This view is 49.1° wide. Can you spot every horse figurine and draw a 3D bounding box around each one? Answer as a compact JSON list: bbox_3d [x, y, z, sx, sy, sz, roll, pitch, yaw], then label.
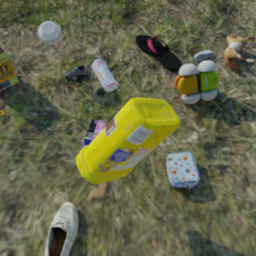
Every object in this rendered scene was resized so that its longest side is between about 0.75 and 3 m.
[{"bbox_3d":[5.255,-3.644,13.331,1.672,0.630,2.523,16,62,25],"label":"horse figurine"}]

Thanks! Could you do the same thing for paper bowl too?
[{"bbox_3d":[-3.306,-4.039,11.777,0.977,0.508,0.977,2,72,-7],"label":"paper bowl"}]

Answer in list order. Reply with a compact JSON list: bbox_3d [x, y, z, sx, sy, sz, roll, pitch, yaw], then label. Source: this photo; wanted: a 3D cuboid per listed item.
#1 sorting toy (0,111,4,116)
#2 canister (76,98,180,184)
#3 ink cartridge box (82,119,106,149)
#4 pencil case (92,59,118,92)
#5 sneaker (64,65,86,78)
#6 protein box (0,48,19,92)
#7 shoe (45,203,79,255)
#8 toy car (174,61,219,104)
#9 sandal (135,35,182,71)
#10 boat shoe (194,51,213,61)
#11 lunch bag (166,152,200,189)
[{"bbox_3d":[-5.756,-0.489,11.473,1.250,0.170,0.704,-25,59,-17],"label":"sorting toy"},{"bbox_3d":[0.000,0.341,7.305,1.794,2.415,1.045,-4,57,-49],"label":"canister"},{"bbox_3d":[-1.317,0.272,10.924,0.629,0.246,1.328,10,58,6],"label":"ink cartridge box"},{"bbox_3d":[-0.641,-1.452,7.732,0.432,0.396,0.952,-7,59,-42],"label":"pencil case"},{"bbox_3d":[-2.441,-2.612,12.774,1.023,0.448,0.381,-22,58,-15],"label":"sneaker"},{"bbox_3d":[-5.948,-2.765,12.072,1.198,1.763,1.775,-37,63,-23],"label":"protein box"},{"bbox_3d":[-2.029,3.357,8.536,0.805,0.615,2.303,4,55,3],"label":"shoe"},{"bbox_3d":[2.862,-1.971,11.897,1.836,1.606,1.376,-12,20,-8],"label":"toy car"},{"bbox_3d":[1.492,-3.819,13.483,1.083,0.650,2.884,-34,62,-21],"label":"sandal"},{"bbox_3d":[3.573,-3.491,13.488,1.033,0.380,0.345,-14,40,-19],"label":"boat shoe"},{"bbox_3d":[1.945,1.502,9.905,1.071,0.505,1.337,-4,54,-5],"label":"lunch bag"}]
